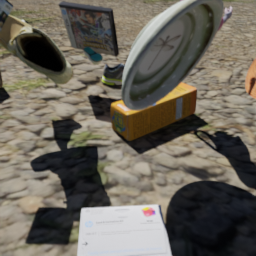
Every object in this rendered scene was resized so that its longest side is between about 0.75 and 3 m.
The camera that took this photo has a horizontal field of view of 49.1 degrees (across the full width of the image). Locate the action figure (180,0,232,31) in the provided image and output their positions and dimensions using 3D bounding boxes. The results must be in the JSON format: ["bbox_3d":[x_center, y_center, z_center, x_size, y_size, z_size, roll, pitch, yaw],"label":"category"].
[{"bbox_3d":[1.638,-2.990,7.591,1.665,1.851,2.486,43,7,-1],"label":"action figure"}]

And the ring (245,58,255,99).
[{"bbox_3d":[3.713,-1.482,6.898,0.179,1.861,1.861,28,26,-20],"label":"ring"}]

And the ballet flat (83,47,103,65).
[{"bbox_3d":[-1.178,-2.413,9.695,0.429,0.429,1.236,-18,42,-26],"label":"ballet flat"}]

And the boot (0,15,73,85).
[{"bbox_3d":[-2.553,-2.128,7.002,2.628,0.947,2.032,39,-1,-10],"label":"boot"}]

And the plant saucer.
[{"bbox_3d":[0.749,-1.566,5.764,2.739,2.739,0.687,-29,66,-37],"label":"plant saucer"}]

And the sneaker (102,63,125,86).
[{"bbox_3d":[-0.088,-2.229,11.577,2.038,0.825,0.753,-2,33,-3],"label":"sneaker"}]

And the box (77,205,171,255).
[{"bbox_3d":[-0.061,2.304,4.890,1.637,0.432,2.099,-2,34,-4],"label":"box"}]

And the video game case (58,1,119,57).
[{"bbox_3d":[-1.352,-3.472,9.934,1.976,1.786,0.252,16,56,18],"label":"video game case"}]

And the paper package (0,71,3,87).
[{"bbox_3d":[-6.620,-1.804,10.323,2.713,1.472,2.846,9,33,14],"label":"paper package"}]

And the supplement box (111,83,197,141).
[{"bbox_3d":[0.877,-0.607,8.947,2.867,0.986,0.954,-24,37,-28],"label":"supplement box"}]

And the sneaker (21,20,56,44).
[{"bbox_3d":[-2.765,-2.735,8.831,0.902,1.612,0.589,-25,54,-17],"label":"sneaker"}]

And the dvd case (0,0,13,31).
[{"bbox_3d":[-2.985,-2.357,5.971,0.097,1.106,0.789,26,-2,21],"label":"dvd case"}]
